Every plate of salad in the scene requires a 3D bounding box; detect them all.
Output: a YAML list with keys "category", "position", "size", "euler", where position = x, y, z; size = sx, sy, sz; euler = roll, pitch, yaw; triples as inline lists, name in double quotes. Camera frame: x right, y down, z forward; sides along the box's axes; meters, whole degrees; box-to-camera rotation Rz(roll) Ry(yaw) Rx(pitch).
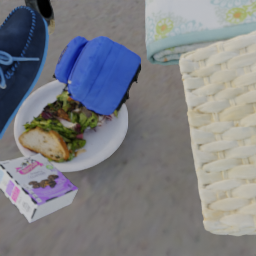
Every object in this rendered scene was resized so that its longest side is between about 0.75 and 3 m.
- category: "plate of salad"
  position: [-1.461, -0.291, 7.148]
  size: [2.927, 0.703, 2.927]
  euler: [0, 57, 0]

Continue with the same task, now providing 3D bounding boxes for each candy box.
- category: "candy box"
  position: [-1.557, 0.948, 4.719]
  size: [1.071, 0.383, 0.898]
  euler: [37, 23, 22]

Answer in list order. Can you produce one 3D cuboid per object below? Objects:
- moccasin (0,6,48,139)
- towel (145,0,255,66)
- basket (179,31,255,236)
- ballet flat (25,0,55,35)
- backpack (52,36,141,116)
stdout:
- category: "moccasin"
  position: [-1.440, -0.509, 2.978]
  size: [0.753, 0.638, 1.872]
  euler: [15, 81, 25]
- category: "towel"
  position: [1.456, -2.071, 4.330]
  size: [2.415, 0.581, 2.067]
  euler: [-4, 69, 15]
- category: "basket"
  position: [1.902, 0.109, 3.268]
  size: [2.190, 1.762, 2.171]
  euler: [-11, 70, 20]
- category: "ballet flat"
  position: [-1.707, -2.643, 5.437]
  size: [0.533, 1.876, 0.623]
  euler: [6, 52, 6]
- category: "backpack"
  position: [-0.580, -0.901, 4.923]
  size: [1.334, 1.590, 1.292]
  euler: [22, 94, -19]
